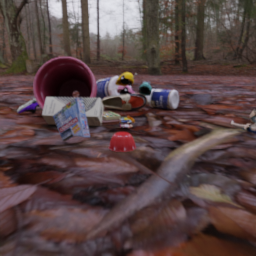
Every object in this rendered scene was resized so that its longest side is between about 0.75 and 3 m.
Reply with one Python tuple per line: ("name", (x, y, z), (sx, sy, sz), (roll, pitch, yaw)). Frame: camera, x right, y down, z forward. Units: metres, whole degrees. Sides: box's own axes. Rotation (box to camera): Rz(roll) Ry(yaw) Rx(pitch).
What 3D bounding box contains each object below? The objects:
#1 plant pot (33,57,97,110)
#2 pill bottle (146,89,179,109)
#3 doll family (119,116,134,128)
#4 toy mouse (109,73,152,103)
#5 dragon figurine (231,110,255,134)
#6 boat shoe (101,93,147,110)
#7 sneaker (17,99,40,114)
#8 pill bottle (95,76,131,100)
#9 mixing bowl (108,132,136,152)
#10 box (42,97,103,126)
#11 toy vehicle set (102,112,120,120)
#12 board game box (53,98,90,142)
("plant pot", (-2.465, -1.535, 11.839), (2.418, 2.418, 2.164), (0, -3, 1))
("pill bottle", (1.591, -1.453, 14.057), (1.693, 0.940, 0.940), (8, 15, 33))
("doll family", (-0.038, -0.231, 10.108), (0.515, 0.374, 0.830), (-1, 13, -4))
("toy mouse", (0.315, -1.898, 13.319), (2.238, 0.487, 2.518), (29, -25, -37))
("dragon figurine", (3.835, 0.063, 7.590), (1.137, 0.673, 2.286), (37, -23, -14))
("boat shoe", (-0.217, -1.233, 13.366), (2.271, 0.808, 0.710), (2, 8, 23))
("sneaker", (-4.422, -0.853, 12.581), (1.087, 0.541, 0.378), (-41, 26, -30))
("pill bottle", (-1.067, -2.013, 15.227), (1.362, 1.362, 2.453), (-10, 8, -36))
("mixing bowl", (-0.159, 0.350, 7.607), (0.751, 0.407, 0.751), (0, 14, 0))
("box", (-1.991, -0.608, 10.250), (2.071, 0.851, 0.708), (1, -26, 6))
("toy vehicle set", (-0.856, -0.508, 11.744), (0.666, 0.142, 1.072), (-6, 15, -28))
("board game box", (-1.583, -0.095, 7.949), (1.100, 1.099, 0.339), (-31, -15, 22))
